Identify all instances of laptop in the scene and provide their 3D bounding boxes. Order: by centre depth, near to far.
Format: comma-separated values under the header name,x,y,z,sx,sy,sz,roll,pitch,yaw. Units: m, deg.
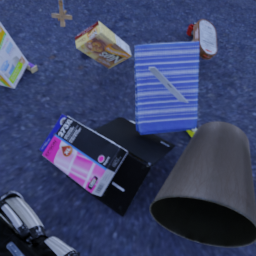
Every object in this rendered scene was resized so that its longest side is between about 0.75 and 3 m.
name,x,y,z,sx,sy,sz,roll,pitch,yaw
laptop,-0.206,1.006,8.550,2.200,1.282,2.483,28,87,24

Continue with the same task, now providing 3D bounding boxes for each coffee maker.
name,x,y,z,sx,sy,sz,roll,pitch,yaw
coffee maker,-2.665,3.023,6.362,2.362,1.591,2.268,34,76,27

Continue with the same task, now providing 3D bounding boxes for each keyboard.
name,x,y,z,sx,sy,sz,roll,pitch,yaw
keyboard,1.151,-1.207,7.942,0.079,1.483,0.417,-53,22,-9

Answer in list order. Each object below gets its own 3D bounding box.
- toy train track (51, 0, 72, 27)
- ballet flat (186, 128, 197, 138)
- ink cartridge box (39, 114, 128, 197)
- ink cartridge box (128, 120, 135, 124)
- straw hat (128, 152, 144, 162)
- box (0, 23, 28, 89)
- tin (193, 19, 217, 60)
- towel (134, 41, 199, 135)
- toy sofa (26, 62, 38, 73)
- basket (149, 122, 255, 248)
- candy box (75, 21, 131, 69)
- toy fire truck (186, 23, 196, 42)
name,x,y,z,sx,sy,sz,roll,pitch,yaw
toy train track,-2.389,-4.316,10.086,0.746,1.301,0.212,6,43,0
ballet flat,2.040,-0.102,9.603,0.384,0.385,1.148,-25,54,-20
ink cartridge box,-1.519,0.611,8.140,2.980,0.553,1.411,27,83,37
ink cartridge box,-0.174,0.109,9.428,0.596,0.349,0.825,17,50,13
straw hat,-0.088,1.117,8.436,1.293,0.547,1.293,-7,54,10
box,-4.975,-2.725,10.327,1.226,2.418,1.360,15,68,12
tin,3.113,-3.593,11.288,0.998,0.373,1.782,13,67,-20
towel,1.164,-1.138,8.393,1.954,2.699,0.322,-4,18,-5
toy sofa,-4.193,-2.643,11.790,0.760,0.371,0.315,31,56,25
basket,2.229,1.312,7.430,2.551,1.924,2.829,0,40,32
candy box,-0.913,-3.088,10.719,1.168,2.024,0.560,-22,68,27
toy fire truck,3.115,-4.315,13.098,1.018,0.744,1.157,35,48,26
